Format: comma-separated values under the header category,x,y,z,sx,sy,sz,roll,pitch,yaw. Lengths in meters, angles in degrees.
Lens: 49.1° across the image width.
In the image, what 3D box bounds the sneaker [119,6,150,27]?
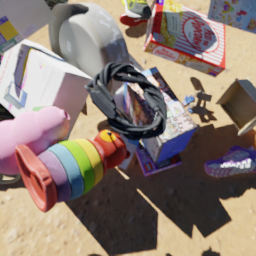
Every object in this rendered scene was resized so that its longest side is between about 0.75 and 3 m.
category,x,y,z,sx,sy,sz,roll,pitch,yaw
sneaker,0.297,-4.968,12.151,1.665,0.652,0.962,-11,57,-18

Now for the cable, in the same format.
category,x,y,z,sx,sy,sz,roll,pitch,yaw
cable,0.094,-0.580,6.165,1.952,0.496,1.593,43,50,6

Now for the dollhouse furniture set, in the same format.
category,x,y,z,sx,sy,sz,roll,pitch,yaw
dollhouse furniture set,2.213,-0.652,9.760,0.909,1.284,1.397,17,102,6

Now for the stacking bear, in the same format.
category,x,y,z,sx,sy,sz,roll,pitch,yaw
stacking bear,-1.040,0.766,6.250,2.335,1.328,1.418,-23,42,-34

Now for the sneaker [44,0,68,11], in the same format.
category,x,y,z,sx,sy,sz,roll,pitch,yaw
sneaker,-2.218,-3.883,8.186,1.762,0.692,0.786,13,85,51

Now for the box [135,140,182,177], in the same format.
category,x,y,z,sx,sy,sz,roll,pitch,yaw
box,0.856,0.557,9.688,1.325,0.379,1.936,-18,67,-8

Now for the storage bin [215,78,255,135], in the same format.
category,x,y,z,sx,sy,sz,roll,pitch,yaw
storage bin,3.442,-0.634,8.466,0.594,1.258,1.267,-11,58,-31

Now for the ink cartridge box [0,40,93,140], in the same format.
category,x,y,z,sx,sy,sz,roll,pitch,yaw
ink cartridge box,-2.493,-1.139,7.897,2.635,1.153,1.915,37,107,31

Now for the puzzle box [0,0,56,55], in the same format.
category,x,y,z,sx,sy,sz,roll,pitch,yaw
puzzle box,-2.943,-2.867,7.224,1.778,1.183,0.226,-37,30,-7

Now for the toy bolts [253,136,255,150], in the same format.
category,x,y,z,sx,sy,sz,roll,pitch,yaw
toy bolts,5.586,-0.107,9.231,2.540,1.762,2.426,16,67,7

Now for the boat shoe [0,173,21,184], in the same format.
category,x,y,z,sx,sy,sz,roll,pitch,yaw
boat shoe,-4.388,1.448,9.203,1.654,0.537,0.597,9,66,4

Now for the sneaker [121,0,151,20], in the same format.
category,x,y,z,sx,sy,sz,roll,pitch,yaw
sneaker,0.213,-3.642,7.918,0.642,0.730,1.725,-5,44,-23

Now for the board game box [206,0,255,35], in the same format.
category,x,y,z,sx,sy,sz,roll,pitch,yaw
board game box,2.983,-3.020,6.905,1.712,0.898,0.882,29,56,23

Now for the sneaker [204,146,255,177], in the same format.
category,x,y,z,sx,sy,sz,roll,pitch,yaw
sneaker,3.464,1.054,9.303,2.039,0.820,0.902,-6,59,-7

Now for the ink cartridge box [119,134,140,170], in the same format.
category,x,y,z,sx,sy,sz,roll,pitch,yaw
ink cartridge box,-0.150,0.772,9.369,0.628,0.362,1.084,23,85,27

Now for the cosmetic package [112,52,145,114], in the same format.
category,x,y,z,sx,sy,sz,roll,pitch,yaw
cosmetic package,-0.467,-1.738,10.074,1.580,1.570,1.888,-35,71,-15

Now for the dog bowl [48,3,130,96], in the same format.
category,x,y,z,sx,sy,sz,roll,pitch,yaw
dog bowl,-1.112,-2.109,7.975,0.852,2.904,2.904,-32,69,-32

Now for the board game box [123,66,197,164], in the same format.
category,x,y,z,sx,sy,sz,roll,pitch,yaw
board game box,0.865,-0.347,8.852,1.138,1.873,2.350,-25,68,-13

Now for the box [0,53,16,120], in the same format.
category,x,y,z,sx,sy,sz,roll,pitch,yaw
box,-4.708,-1.815,9.475,1.689,2.717,2.018,9,66,4

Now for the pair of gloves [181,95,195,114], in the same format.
category,x,y,z,sx,sy,sz,roll,pitch,yaw
pair of gloves,2.365,-0.908,10.524,0.609,0.086,0.757,-33,71,-16

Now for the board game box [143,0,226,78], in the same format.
category,x,y,z,sx,sy,sz,roll,pitch,yaw
board game box,1.738,-2.711,8.337,2.412,0.559,1.827,16,64,-15

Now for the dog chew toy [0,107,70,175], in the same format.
category,x,y,z,sx,sy,sz,roll,pitch,yaw
dog chew toy,-2.257,0.206,6.437,2.049,1.276,1.276,-30,68,10
